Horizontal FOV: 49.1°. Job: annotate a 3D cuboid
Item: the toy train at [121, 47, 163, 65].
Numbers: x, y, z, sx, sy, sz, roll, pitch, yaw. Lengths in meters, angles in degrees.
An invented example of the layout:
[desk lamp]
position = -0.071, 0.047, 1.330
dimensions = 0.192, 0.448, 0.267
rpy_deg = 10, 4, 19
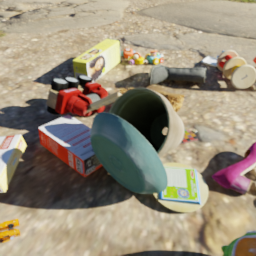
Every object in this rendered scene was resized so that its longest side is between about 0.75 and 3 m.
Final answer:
[toy train]
position = 0.665, -3.588, 13.503
dimensions = 2.122, 0.590, 1.594
rpy_deg = 1, 37, 3

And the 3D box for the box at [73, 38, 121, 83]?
[box]
position = -1.263, -2.946, 12.267
dimensions = 0.727, 1.092, 2.901
rpy_deg = 15, 41, 20

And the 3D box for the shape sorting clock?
[shape sorting clock]
position = 1.266, 1.468, 7.013
dimensions = 1.462, 0.287, 1.462
rpy_deg = 1, 42, -1

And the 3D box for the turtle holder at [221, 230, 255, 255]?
[turtle holder]
position = 2.608, 2.494, 4.552
dimensions = 1.960, 1.392, 1.489
rpy_deg = 38, 41, 8

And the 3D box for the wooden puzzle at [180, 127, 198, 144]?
[wooden puzzle]
position = 1.741, 0.256, 8.814
dimensions = 1.068, 0.075, 0.634
rpy_deg = -14, 39, -18

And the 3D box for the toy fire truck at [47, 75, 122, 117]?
[toy fire truck]
position = -1.171, -0.937, 9.031
dimensions = 2.243, 1.443, 1.974
rpy_deg = 27, 25, 21

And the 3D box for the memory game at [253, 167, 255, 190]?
[memory game]
position = 4.414, 1.558, 7.016
dimensions = 2.472, 0.157, 2.472
rpy_deg = 0, 36, 0

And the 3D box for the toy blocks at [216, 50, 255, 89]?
[toy blocks]
position = 5.052, -2.645, 11.895
dimensions = 2.302, 1.003, 2.762
rpy_deg = 0, 32, -2

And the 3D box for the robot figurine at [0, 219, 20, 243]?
[robot figurine]
position = -2.748, 2.260, 6.019
dimensions = 0.787, 0.229, 0.570
rpy_deg = -12, 39, -17

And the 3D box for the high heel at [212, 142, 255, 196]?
[high heel]
position = 2.948, 0.898, 7.513
dimensions = 0.904, 0.635, 1.885
rpy_deg = 27, 57, 16

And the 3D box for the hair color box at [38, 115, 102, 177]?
[hair color box]
position = -1.513, 0.445, 8.055
dimensions = 2.032, 0.649, 1.127
rpy_deg = 28, 41, 33

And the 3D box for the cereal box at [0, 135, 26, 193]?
[cereal box]
position = -4.070, 0.982, 7.206
dimensions = 2.426, 0.479, 1.745
rpy_deg = -8, 36, 5

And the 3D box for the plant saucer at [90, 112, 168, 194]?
[plant saucer]
position = -0.139, 0.710, 6.337
dimensions = 2.313, 2.313, 0.416
rpy_deg = 31, 58, 34

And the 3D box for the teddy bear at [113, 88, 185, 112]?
[teddy bear]
position = 0.642, -0.887, 9.728
dimensions = 2.527, 0.844, 1.832
rpy_deg = 8, 15, 10

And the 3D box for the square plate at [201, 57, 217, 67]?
[square plate]
position = 3.999, -3.124, 13.277
dimensions = 0.831, 0.119, 0.839
rpy_deg = 27, 45, 30

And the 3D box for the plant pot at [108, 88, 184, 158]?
[plant pot]
position = 0.647, 0.036, 7.627
dimensions = 1.952, 1.952, 1.693
rpy_deg = 31, 11, 34

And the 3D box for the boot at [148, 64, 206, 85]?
[boot]
position = 2.015, -2.085, 11.331
dimensions = 2.130, 0.773, 1.937
rpy_deg = 16, 36, 17
